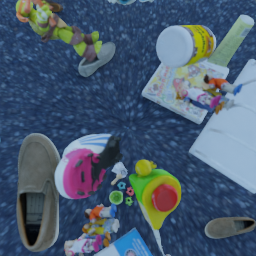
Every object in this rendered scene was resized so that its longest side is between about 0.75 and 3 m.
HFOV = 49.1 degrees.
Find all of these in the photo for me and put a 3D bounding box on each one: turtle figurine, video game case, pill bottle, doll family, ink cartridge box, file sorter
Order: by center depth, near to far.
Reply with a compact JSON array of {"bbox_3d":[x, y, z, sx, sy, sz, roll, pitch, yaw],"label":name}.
[{"bbox_3d":[-0.498,1.501,3.882,0.605,0.439,0.974,-16,18,25],"label":"doll family"},{"bbox_3d":[1.409,-0.564,5.288,0.898,0.652,1.447,29,36,34],"label":"doll family"},{"bbox_3d":[2.703,-0.001,5.554,1.706,1.531,2.458,33,94,2],"label":"file sorter"},{"bbox_3d":[-0.434,3.803,6.099,2.589,1.873,1.906,-29,69,-12],"label":"ink cartridge box"},{"bbox_3d":[-1.612,-2.221,6.194,2.057,2.551,0.822,24,105,-29],"label":"turtle figurine"},{"bbox_3d":[1.568,-2.104,7.141,0.969,0.969,1.773,45,40,18],"label":"pill bottle"},{"bbox_3d":[1.953,-1.541,9.405,2.135,0.268,2.346,28,69,12],"label":"video game case"}]

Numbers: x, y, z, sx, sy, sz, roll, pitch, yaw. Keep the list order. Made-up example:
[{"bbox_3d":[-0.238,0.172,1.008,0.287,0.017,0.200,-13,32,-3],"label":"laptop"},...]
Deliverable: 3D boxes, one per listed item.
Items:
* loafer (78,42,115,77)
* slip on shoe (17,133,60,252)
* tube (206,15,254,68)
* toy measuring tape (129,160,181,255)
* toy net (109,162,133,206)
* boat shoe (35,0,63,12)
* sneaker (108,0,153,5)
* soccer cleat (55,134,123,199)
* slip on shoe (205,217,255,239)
[{"bbox_3d":[-1.046,-2.441,9.640,0.580,0.579,1.658,36,70,15],"label":"loafer"},{"bbox_3d":[-1.784,1.171,5.409,0.864,0.689,2.273,-5,75,4],"label":"slip on shoe"},{"bbox_3d":[2.509,-2.076,6.903,0.371,1.428,0.414,-31,69,-32],"label":"tube"},{"bbox_3d":[0.761,1.669,5.629,0.907,0.907,2.466,-25,107,-11],"label":"toy measuring tape"},{"bbox_3d":[-0.171,1.561,8.017,0.667,0.245,1.271,1,65,1],"label":"toy net"},{"bbox_3d":[-3.052,-4.714,10.820,1.096,0.386,0.385,20,29,6],"label":"boat shoe"},{"bbox_3d":[-0.376,-3.356,6.360,2.475,1.000,0.947,21,28,40],"label":"sneaker"},{"bbox_3d":[-0.928,0.703,5.505,1.076,2.491,0.870,-2,100,17],"label":"soccer cleat"},{"bbox_3d":[2.724,2.631,7.443,1.332,0.404,0.506,-4,66,-2],"label":"slip on shoe"}]
